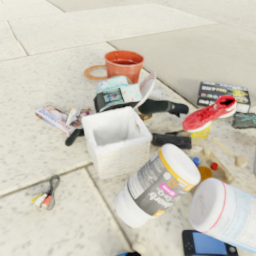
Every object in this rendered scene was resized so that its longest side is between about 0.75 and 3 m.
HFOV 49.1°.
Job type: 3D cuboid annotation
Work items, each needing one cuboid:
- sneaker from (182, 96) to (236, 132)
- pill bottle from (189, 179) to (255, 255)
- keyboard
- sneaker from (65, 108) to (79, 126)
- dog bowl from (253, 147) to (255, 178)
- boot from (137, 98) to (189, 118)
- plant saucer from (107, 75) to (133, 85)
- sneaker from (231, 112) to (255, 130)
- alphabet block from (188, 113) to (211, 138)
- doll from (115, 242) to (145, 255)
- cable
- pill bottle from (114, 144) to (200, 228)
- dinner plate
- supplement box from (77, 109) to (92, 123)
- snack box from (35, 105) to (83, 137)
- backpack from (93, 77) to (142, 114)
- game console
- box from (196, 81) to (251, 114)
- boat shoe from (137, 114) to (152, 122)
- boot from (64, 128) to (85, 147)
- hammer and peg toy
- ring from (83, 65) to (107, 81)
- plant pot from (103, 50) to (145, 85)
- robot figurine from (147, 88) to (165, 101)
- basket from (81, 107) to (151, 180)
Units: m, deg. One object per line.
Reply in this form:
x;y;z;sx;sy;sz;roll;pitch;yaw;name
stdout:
2.963;-0.628;10.393;2.172;1.255;0.851;-29;69;5;sneaker
2.984;2.393;7.239;2.523;1.372;1.372;25;37;-8;pill bottle
1.747;0.427;11.223;1.577;0.202;0.947;7;40;1;keyboard
-2.291;-0.381;11.430;0.423;0.960;0.361;13;46;-24;sneaker
5.372;1.476;8.826;2.903;0.851;2.903;10;22;-4;dog bowl
1.540;-0.832;12.257;1.861;0.711;1.564;2;-5;44;boot
-0.415;-1.560;12.782;1.677;1.677;0.247;-17;21;-21;plant saucer
5.239;-0.291;11.490;1.863;0.702;0.738;4;77;18;sneaker
2.891;-0.110;11.580;0.768;0.772;0.786;-2;37;-3;alphabet block
-0.014;3.585;6.957;1.201;0.427;1.761;15;40;19;doll
-2.511;2.059;8.977;0.749;0.388;1.542;7;40;18;cable
0.745;1.661;7.822;1.349;2.318;1.349;37;20;-16;pill bottle
0.668;-1.561;12.114;0.229;1.890;1.890;31;34;-16;dinner plate
-1.931;-0.519;12.447;0.424;0.329;0.768;-3;36;12;supplement box
-3.044;-0.349;12.301;2.372;0.288;0.853;27;43;32;snack box
-0.425;-1.254;11.142;1.849;1.392;1.641;-9;-3;-13;backpack
2.210;3.057;7.313;1.451;0.844;1.276;2;37;2;game console
4.565;-1.491;13.493;2.374;0.583;1.914;11;32;12;box
0.558;-0.435;12.337;1.076;0.398;0.398;-11;6;-34;boat shoe
-2.058;0.367;11.252;0.348;0.912;0.767;42;15;14;boot
2.673;1.332;9.134;2.083;0.735;1.532;-29;57;-10;hammer and peg toy
-1.579;-3.162;16.146;1.959;0.188;1.959;-1;37;1;ring
-0.249;-2.573;13.826;1.981;1.927;1.981;4;36;-3;plant pot
1.152;-1.517;13.523;1.209;0.683;1.026;-3;55;-3;robot figurine
-0.462;0.539;10.019;2.004;1.612;1.986;-13;39;-17;basket
